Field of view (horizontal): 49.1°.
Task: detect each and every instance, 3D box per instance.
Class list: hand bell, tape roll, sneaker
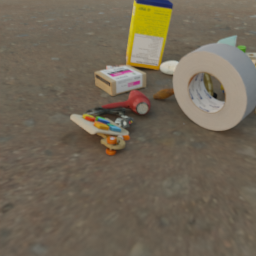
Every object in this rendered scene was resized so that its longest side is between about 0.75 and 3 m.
[{"bbox_3d":[1.683,-1.274,9.222,1.943,1.012,1.012,-13,21,33],"label":"hand bell"},{"bbox_3d":[2.318,-1.083,7.602,0.751,2.274,2.274,-33,43,-32],"label":"tape roll"},{"bbox_3d":[1.970,-2.457,11.446,1.560,0.568,0.661,12,9,27],"label":"sneaker"}]

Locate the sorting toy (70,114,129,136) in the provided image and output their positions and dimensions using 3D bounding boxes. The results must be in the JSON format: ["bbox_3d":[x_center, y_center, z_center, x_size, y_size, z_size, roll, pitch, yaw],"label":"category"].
[{"bbox_3d":[-0.760,-0.103,7.641,1.271,0.232,1.176,4,20,-45],"label":"sorting toy"}]

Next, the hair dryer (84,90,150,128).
[{"bbox_3d":[-0.171,-0.764,8.705,1.729,0.617,2.270,17,29,26],"label":"hair dryer"}]

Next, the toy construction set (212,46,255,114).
[{"bbox_3d":[3.712,-1.487,8.810,1.989,1.832,2.385,-27,40,-37],"label":"toy construction set"}]

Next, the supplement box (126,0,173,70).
[{"bbox_3d":[0.833,-4.127,12.165,1.494,2.745,1.503,8,30,-5],"label":"supplement box"}]

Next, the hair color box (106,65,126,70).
[{"bbox_3d":[-0.481,-2.479,12.005,0.849,0.271,0.471,-5,31,-11],"label":"hair color box"}]

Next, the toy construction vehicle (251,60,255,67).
[{"bbox_3d":[5.426,-2.082,10.472,2.212,0.895,2.541,19,17,33],"label":"toy construction vehicle"}]

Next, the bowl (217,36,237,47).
[{"bbox_3d":[4.180,-3.222,12.103,0.780,1.491,1.491,8,31,20],"label":"bowl"}]

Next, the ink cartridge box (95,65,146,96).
[{"bbox_3d":[-0.286,-1.831,10.606,1.555,0.584,1.281,-19,35,-30],"label":"ink cartridge box"}]

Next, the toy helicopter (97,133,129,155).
[{"bbox_3d":[-0.442,0.262,7.268,0.686,0.409,1.038,-14,32,-34],"label":"toy helicopter"}]
